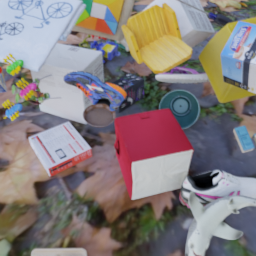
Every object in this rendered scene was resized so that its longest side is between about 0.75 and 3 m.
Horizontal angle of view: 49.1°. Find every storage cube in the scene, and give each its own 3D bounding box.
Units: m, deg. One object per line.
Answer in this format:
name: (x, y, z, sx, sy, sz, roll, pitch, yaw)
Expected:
storage cube: (0.704, 0.757, 8.482, 2.065, 1.765, 1.856, -10, 43, -11)

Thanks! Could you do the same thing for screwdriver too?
screwdriver: (2.419, -3.703, 8.943, 2.144, 0.299, 0.312, 19, 33, -12)

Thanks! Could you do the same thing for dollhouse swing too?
dollhouse swing: (0.920, -2.640, 8.253, 1.581, 1.437, 1.390, -30, 37, -7)

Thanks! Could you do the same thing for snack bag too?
snack bag: (-2.728, -2.608, 7.295, 2.513, 0.285, 2.665, 15, 62, 11)

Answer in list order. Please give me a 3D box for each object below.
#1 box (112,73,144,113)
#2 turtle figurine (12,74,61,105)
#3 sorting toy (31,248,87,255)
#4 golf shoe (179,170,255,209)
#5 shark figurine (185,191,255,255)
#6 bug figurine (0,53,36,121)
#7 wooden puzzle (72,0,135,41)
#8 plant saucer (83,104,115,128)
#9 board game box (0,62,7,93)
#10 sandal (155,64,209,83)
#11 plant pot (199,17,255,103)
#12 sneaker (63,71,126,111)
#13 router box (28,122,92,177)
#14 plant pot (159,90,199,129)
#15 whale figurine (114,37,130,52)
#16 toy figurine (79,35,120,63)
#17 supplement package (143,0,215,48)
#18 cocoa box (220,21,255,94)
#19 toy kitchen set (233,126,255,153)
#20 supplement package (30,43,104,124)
box: (-0.146, -1.474, 11.633, 0.832, 0.959, 1.569, 30, 49, 31)
turtle figurine: (-2.251, -0.914, 6.764, 0.909, 0.675, 0.937, -9, -2, -40)
sorting toy: (-2.037, 3.518, 6.443, 2.037, 0.300, 1.506, 0, 41, -1)
golf shoe: (2.708, 1.696, 7.922, 2.426, 1.117, 0.881, -5, 41, -7)
shark figurine: (2.542, 2.259, 7.426, 2.885, 1.204, 1.724, -19, 78, -10)
bug figurine: (-2.706, -0.958, 6.480, 1.151, 1.485, 0.382, -30, -3, 17)
wooden puzzle: (-1.132, -4.726, 11.124, 2.623, 2.427, 0.488, 6, 46, -15)
plant saucer: (-0.773, -0.310, 7.500, 0.870, 0.150, 0.870, 3, 49, -4)
board game box: (-4.581, -2.206, 9.261, 0.448, 1.762, 2.603, -12, 2, -16)
sandal: (2.211, -2.043, 10.502, 2.620, 0.644, 1.066, -3, 1, -19)
plant pot: (3.582, -2.194, 8.546, 1.964, 1.732, 1.964, -14, 67, -6)
sneaker: (-0.908, -0.971, 7.361, 1.699, 0.640, 0.666, 21, 77, -4)
router box: (-2.333, 0.663, 9.604, 1.551, 0.422, 1.728, -24, 47, -25)
plant pot: (1.970, -0.764, 10.657, 1.464, 1.464, 0.981, 11, 16, 12)
whale figurine: (-0.218, -4.668, 15.611, 1.120, 0.731, 1.408, -14, 65, -36)
toy figurine: (-1.209, -4.074, 14.345, 1.618, 1.424, 2.700, 26, 49, 8)
supplement package: (1.598, -3.674, 10.344, 2.233, 2.135, 1.642, -23, 87, -53)
cocoa box: (2.654, -1.509, 6.173, 0.876, 1.336, 0.891, 27, 84, 27)
toy kitchen set: (3.732, 0.064, 7.769, 1.247, 0.999, 0.734, -17, 68, 4)
supplement package: (-2.267, -1.766, 10.944, 2.217, 2.318, 1.705, 16, 44, 17)
